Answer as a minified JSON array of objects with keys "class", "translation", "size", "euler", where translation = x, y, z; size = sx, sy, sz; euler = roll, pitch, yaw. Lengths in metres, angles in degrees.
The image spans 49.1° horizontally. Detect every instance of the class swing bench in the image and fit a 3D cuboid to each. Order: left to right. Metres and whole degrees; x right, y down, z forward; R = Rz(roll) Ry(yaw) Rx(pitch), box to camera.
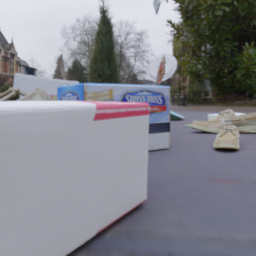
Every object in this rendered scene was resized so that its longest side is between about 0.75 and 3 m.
[{"class":"swing bench","translation":[-2.455,-0.276,6.079],"size":[1.327,0.861,1.320],"euler":[3,30,29]}]

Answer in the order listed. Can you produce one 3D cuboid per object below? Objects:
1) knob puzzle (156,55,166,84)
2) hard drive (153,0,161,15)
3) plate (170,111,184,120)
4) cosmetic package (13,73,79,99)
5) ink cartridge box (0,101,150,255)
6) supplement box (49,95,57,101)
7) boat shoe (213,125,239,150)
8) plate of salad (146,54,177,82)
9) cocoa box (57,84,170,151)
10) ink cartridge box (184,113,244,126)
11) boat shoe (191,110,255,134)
[{"class":"knob puzzle","translation":[1.198,-1.969,9.934],"size":[0.146,1.054,1.054],"euler":[15,10,17]},{"class":"hard drive","translation":[1.065,-4.637,10.402],"size":[0.104,0.513,0.777],"euler":[-12,-7,-5]},{"class":"plate","translation":[1.671,-0.871,14.229],"size":[2.442,0.312,2.442],"euler":[23,10,-4]},{"class":"cosmetic package","translation":[-3.739,-1.384,13.275],"size":[2.719,1.671,2.710],"euler":[8,0,-7]},{"class":"ink cartridge box","translation":[-1.184,0.242,2.419],"size":[2.288,0.970,1.666],"euler":[5,7,30]},{"class":"supplement box","translation":[-1.541,-0.288,7.161],"size":[1.409,0.727,0.923],"euler":[0,45,-11]},{"class":"boat shoe","translation":[2.049,0.177,5.765],"size":[0.498,0.449,1.381],"euler":[3,6,25]},{"class":"plate of salad","translation":[1.346,-2.372,11.189],"size":[1.290,1.290,0.310],"euler":[3,-20,31]},{"class":"cocoa box","translation":[-0.271,-0.204,5.469],"size":[1.912,1.255,1.275],"euler":[-4,7,-33]},{"class":"ink cartridge box","translation":[3.423,-0.280,10.410],"size":[1.575,0.519,2.165],"euler":[-5,9,-38]},{"class":"boat shoe","translation":[2.972,-0.206,8.390],"size":[2.161,0.702,0.779],"euler":[0,6,4]}]
